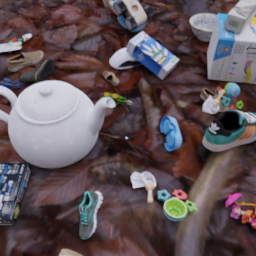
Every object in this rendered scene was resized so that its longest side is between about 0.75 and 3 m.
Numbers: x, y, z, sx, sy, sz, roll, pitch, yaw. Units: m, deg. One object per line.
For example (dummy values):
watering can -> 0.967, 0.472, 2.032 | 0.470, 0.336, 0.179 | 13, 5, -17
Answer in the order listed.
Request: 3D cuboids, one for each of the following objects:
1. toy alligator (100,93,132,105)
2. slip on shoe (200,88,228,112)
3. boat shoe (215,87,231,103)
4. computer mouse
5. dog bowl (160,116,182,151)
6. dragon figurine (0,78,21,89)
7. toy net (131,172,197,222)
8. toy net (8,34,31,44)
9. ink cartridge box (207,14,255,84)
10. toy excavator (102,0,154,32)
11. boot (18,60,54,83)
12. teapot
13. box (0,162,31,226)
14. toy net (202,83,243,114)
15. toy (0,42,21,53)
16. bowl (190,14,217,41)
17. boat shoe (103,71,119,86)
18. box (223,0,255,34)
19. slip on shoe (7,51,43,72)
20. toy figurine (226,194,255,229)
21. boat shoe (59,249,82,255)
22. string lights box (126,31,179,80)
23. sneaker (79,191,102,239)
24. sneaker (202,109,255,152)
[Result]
toy alligator -> -0.405, -1.040, 10.011 | 1.213, 0.402, 0.291 | 11, 57, 10
slip on shoe -> 3.071, -0.998, 9.966 | 0.445, 0.354, 1.170 | -27, 54, -19
boat shoe -> 3.483, -1.222, 10.263 | 0.324, 0.285, 0.911 | -9, 49, -7
computer mouse -> 0.496, -3.056, 11.660 | 2.628, 0.577, 1.441 | -16, 52, -13
dog bowl -> 1.352, 0.170, 8.780 | 0.286, 0.644, 1.155 | 2, 59, -24
dragon figurine -> -4.472, -1.613, 10.284 | 0.534, 1.074, 0.316 | -29, 72, 21
toy net -> 0.894, 1.675, 7.573 | 1.040, 0.383, 1.983 | -25, 47, -32
toy net -> -4.843, -3.958, 12.706 | 0.570, 0.210, 1.086 | 24, 51, 23
ink cartridge box -> 4.507, -2.976, 10.730 | 2.540, 1.870, 1.837 | 7, 49, 6
toy excavator -> -0.249, -5.656, 13.448 | 1.302, 2.607, 2.535 | -37, 100, -12
boot -> -3.608, -2.237, 11.007 | 0.985, 0.552, 1.424 | -3, 34, 15
teapot -> -2.319, -0.395, 8.315 | 2.936, 2.144, 2.898 | -30, 55, -22
box -> -3.558, 1.740, 7.615 | 1.384, 0.401, 1.742 | 0, 49, 0
toy net -> 3.142, -0.831, 9.510 | 1.891, 0.992, 0.365 | -23, 23, -24
toy -> -5.172, -3.444, 12.212 | 1.048, 0.247, 0.603 | -13, 49, -4
bowl -> 3.573, -4.458, 12.732 | 1.642, 0.771, 1.642 | 0, 47, 0
boat shoe -> -0.709, -1.958, 10.742 | 0.367, 0.348, 0.970 | -54, 48, 7
box -> 4.073, -4.042, 10.021 | 0.681, 0.567, 1.657 | 26, 53, 20
slip on shoe -> -4.247, -2.878, 11.565 | 1.590, 0.482, 0.605 | -33, 56, -25
toy figurine -> 3.028, 2.127, 7.246 | 0.971, 0.792, 1.055 | 8, 73, 24
boat shoe -> -0.652, 3.404, 6.008 | 2.129, 0.766, 0.690 | 27, 77, 8
string lights box -> 0.954, -2.881, 11.121 | 1.899, 0.560, 0.976 | 39, 56, 6
sneaker -> -1.056, 2.140, 7.034 | 0.468, 0.550, 1.207 | -6, 60, 30
sneaker -> 3.404, -0.102, 8.523 | 2.541, 1.015, 0.907 | -19, 46, -29
